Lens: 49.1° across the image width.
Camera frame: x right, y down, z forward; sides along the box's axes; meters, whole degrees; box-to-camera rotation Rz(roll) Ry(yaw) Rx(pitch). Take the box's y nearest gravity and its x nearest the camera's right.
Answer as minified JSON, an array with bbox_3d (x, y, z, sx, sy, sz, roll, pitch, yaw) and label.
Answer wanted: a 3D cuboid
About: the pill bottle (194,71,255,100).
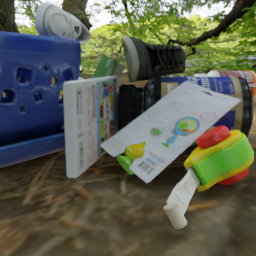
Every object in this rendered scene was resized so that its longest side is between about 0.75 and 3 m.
[{"bbox_3d":[4.637,-1.984,13.574,2.827,1.549,1.549,-1,13,-4],"label":"pill bottle"}]

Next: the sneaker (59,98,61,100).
[{"bbox_3d":[-2.087,-0.566,8.866,0.321,0.857,0.372,19,2,-2],"label":"sneaker"}]

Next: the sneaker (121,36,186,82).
[{"bbox_3d":[0.708,-1.770,6.920,1.515,1.067,2.853,-10,7,6],"label":"sneaker"}]

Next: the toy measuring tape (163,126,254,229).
[{"bbox_3d":[1.266,0.535,3.939,0.907,0.907,2.466,6,18,26],"label":"toy measuring tape"}]

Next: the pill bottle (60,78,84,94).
[{"bbox_3d":[-2.936,-2.115,14.826,1.232,1.232,2.255,-6,14,-23],"label":"pill bottle"}]

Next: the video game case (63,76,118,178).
[{"bbox_3d":[-0.631,-0.166,5.496,0.200,1.586,2.216,4,13,16],"label":"video game case"}]

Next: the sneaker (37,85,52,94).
[{"bbox_3d":[-3.399,-0.860,9.862,1.769,0.676,1.014,-15,60,-13],"label":"sneaker"}]

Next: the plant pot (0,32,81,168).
[{"bbox_3d":[-2.600,-0.568,5.558,2.550,2.292,2.549,7,15,38],"label":"plant pot"}]

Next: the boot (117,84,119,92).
[{"bbox_3d":[-0.919,-1.002,9.564,1.458,0.816,2.107,-15,46,-35],"label":"boot"}]

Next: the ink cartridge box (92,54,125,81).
[{"bbox_3d":[-0.526,-1.332,6.850,0.427,0.748,1.441,26,9,6],"label":"ink cartridge box"}]

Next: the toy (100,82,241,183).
[{"bbox_3d":[0.800,0.066,5.214,2.345,0.554,1.350,-35,41,-22],"label":"toy"}]

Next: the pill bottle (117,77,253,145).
[{"bbox_3d":[1.217,-0.397,6.537,2.831,1.583,1.583,1,13,5],"label":"pill bottle"}]

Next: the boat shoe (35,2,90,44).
[{"bbox_3d":[-1.314,-2.191,6.032,0.622,0.700,1.903,15,15,8],"label":"boat shoe"}]
